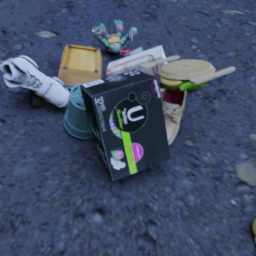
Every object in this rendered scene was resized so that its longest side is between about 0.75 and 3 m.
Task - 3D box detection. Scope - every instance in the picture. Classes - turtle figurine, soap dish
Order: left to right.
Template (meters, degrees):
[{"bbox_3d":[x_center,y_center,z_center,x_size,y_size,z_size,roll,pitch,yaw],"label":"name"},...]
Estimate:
[{"bbox_3d":[-2.081,-2.724,12.434,1.859,0.960,2.363,6,47,-11],"label":"soap dish"},{"bbox_3d":[-0.742,-4.486,13.911,2.134,1.435,2.850,0,36,-12],"label":"turtle figurine"}]

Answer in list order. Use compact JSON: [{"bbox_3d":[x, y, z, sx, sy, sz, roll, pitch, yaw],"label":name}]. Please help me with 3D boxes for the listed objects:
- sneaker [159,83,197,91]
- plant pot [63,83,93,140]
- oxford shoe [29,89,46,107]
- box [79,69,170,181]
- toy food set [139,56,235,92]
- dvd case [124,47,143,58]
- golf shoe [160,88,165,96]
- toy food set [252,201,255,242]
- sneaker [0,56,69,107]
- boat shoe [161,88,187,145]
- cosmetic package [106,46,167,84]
[{"bbox_3d":[1.990,-1.977,12.010,2.562,0.968,0.902,-18,48,-13],"label":"sneaker"},{"bbox_3d":[-1.565,-0.695,10.369,1.656,1.622,1.656,6,56,-8],"label":"plant pot"},{"bbox_3d":[-3.815,-1.733,11.987,0.795,0.684,1.883,-3,71,-26],"label":"oxford shoe"},{"bbox_3d":[-0.091,-0.164,9.061,2.110,2.841,1.766,-19,24,-14],"label":"box"},{"bbox_3d":[1.857,-1.757,9.244,1.974,0.574,2.860,-20,30,-24],"label":"toy food set"},{"bbox_3d":[0.294,-3.312,13.282,1.013,0.125,0.761,-19,68,24],"label":"dvd case"},{"bbox_3d":[0.667,-1.141,11.160,2.552,0.927,1.175,-12,88,-14],"label":"golf shoe"},{"bbox_3d":[4.423,3.223,8.007,1.706,0.496,2.471,15,52,12],"label":"toy food set"},{"bbox_3d":[-3.603,-1.685,10.676,2.808,1.055,1.614,40,19,1],"label":"sneaker"},{"bbox_3d":[1.510,-0.730,10.230,1.030,0.966,2.794,12,79,8],"label":"boat shoe"},{"bbox_3d":[0.436,-2.320,11.590,2.383,1.232,1.040,-16,36,17],"label":"cosmetic package"}]
